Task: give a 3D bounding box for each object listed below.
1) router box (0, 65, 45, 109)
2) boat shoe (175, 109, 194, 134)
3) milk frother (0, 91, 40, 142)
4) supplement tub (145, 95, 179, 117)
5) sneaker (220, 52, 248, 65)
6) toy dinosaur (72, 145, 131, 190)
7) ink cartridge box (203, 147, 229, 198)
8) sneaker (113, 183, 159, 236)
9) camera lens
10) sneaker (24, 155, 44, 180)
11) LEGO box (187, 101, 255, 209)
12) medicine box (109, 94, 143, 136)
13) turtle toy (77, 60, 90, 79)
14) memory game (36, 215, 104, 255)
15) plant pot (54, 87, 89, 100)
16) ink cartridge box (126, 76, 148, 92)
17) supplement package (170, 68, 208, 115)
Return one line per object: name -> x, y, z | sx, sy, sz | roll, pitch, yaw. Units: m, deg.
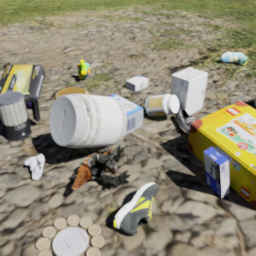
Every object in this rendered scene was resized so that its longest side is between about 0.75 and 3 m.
router box -> -4.737, -1.826, 12.320 | 1.707, 0.567, 2.171 | 1, 56, 1
boat shoe -> 2.219, -0.242, 10.561 | 0.551, 0.475, 1.516 | 10, 27, -21
milk frother -> -4.242, -0.607, 10.259 | 1.643, 1.546, 1.483 | 16, 36, 23
supplement tub -> 1.328, -0.882, 11.013 | 1.134, 0.821, 0.821 | -2, 27, 37
sneaker -> 6.247, -4.002, 16.288 | 1.549, 0.616, 1.011 | -10, 33, -13
toy dinosaur -> -0.813, 1.202, 8.205 | 1.504, 1.132, 2.216 | -2, 40, 30
ink cartridge box -> 2.407, 1.228, 7.599 | 0.304, 1.375, 0.646 | -28, 39, -12
sneaker -> 0.365, 2.087, 7.129 | 0.693, 0.610, 1.639 | 30, 52, 28
camera lens -> -1.176, -0.199, 8.658 | 2.018, 1.614, 1.614 | 0, 25, -46
sneaker -> -2.905, 1.233, 8.588 | 0.506, 0.331, 0.880 | -11, 48, 14
LEGO box -> 3.606, 0.644, 8.380 | 2.213, 1.147, 2.972 | -22, 43, -21
medicine box -> -0.529, -0.433, 10.621 | 1.502, 0.849, 1.649 | -28, 43, -35
turtle toy -> -2.264, -2.906, 14.297 | 0.564, 1.116, 0.813 | -1, 74, -27
memory game -> -1.349, 2.691, 6.552 | 1.588, 0.101, 1.588 | 0, 33, 0
plant pot -> -2.584, -1.525, 12.874 | 1.598, 0.220, 1.598 | -1, 34, 0
ink cartridge box -> 0.432, -2.169, 13.685 | 0.924, 0.391, 0.667 | -27, 42, -37
supplement package -> 2.434, -1.459, 11.476 | 1.256, 1.613, 0.894 | -26, 42, -36
